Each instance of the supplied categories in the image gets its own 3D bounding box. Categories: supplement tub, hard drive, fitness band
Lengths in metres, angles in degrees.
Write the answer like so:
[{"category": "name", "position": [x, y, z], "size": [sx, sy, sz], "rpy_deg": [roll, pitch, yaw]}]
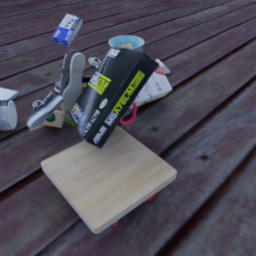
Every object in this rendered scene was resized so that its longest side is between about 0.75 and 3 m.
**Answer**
[{"category": "supplement tub", "position": [-5.048, -0.401, 9.994], "size": [1.829, 1.121, 1.121], "rpy_deg": [-5, 38, -5]}, {"category": "hard drive", "position": [-5.514, -1.428, 12.124], "size": [1.237, 0.165, 0.816], "rpy_deg": [14, 39, 16]}, {"category": "fitness band", "position": [-0.015, -0.469, 9.068], "size": [0.599, 0.834, 0.156], "rpy_deg": [-12, 37, -33]}]

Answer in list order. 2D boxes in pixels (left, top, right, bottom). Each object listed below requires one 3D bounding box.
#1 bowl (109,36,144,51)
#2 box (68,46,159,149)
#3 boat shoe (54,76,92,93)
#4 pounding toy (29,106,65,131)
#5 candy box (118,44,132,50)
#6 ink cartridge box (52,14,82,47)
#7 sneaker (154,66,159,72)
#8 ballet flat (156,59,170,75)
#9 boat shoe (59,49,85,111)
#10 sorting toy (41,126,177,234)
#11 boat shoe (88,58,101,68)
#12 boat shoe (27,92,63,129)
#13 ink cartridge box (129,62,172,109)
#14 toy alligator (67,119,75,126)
[{"category": "bowl", "position": [-0.091, -4.167, 15.050], "size": [1.857, 0.971, 1.857], "rpy_deg": [0, 37, 0]}, {"category": "box", "position": [-0.628, -1.094, 8.452], "size": [0.682, 2.774, 2.872], "rpy_deg": [30, 7, -27]}, {"category": "boat shoe", "position": [-2.033, -1.949, 12.328], "size": [2.478, 0.738, 0.890], "rpy_deg": [2, 37, 3]}, {"category": "pounding toy", "position": [-2.867, -0.349, 10.078], "size": [1.040, 0.803, 1.130], "rpy_deg": [10, 18, -11]}, {"category": "candy box", "position": [-0.148, -2.786, 12.205], "size": [0.908, 1.572, 0.435], "rpy_deg": [-12, 15, 9]}, {"category": "ink cartridge box", "position": [-1.792, -2.898, 8.305], "size": [0.494, 0.232, 1.050], "rpy_deg": [18, 62, 6]}, {"category": "sneaker", "position": [0.443, -2.138, 10.159], "size": [1.438, 0.478, 0.651], "rpy_deg": [-29, 72, -15]}, {"category": "ballet flat", "position": [1.249, -3.138, 13.998], "size": [1.823, 0.613, 0.621], "rpy_deg": [18, 41, 21]}, {"category": "boat shoe", "position": [-1.999, -1.657, 9.716], "size": [0.725, 2.169, 0.618], "rpy_deg": [-7, 37, -42]}, {"category": "sorting toy", "position": [-0.543, 1.407, 7.765], "size": [2.664, 0.927, 2.648], "rpy_deg": [-27, 45, -31]}, {"category": "boat shoe", "position": [-1.689, -3.463, 14.622], "size": [0.430, 0.370, 1.193], "rpy_deg": [-23, 43, -28]}, {"category": "boat shoe", "position": [-2.686, -0.619, 8.734], "size": [0.556, 0.601, 1.629], "rpy_deg": [36, 49, -1]}, {"category": "ink cartridge box", "position": [0.613, -1.693, 11.140], "size": [1.810, 0.750, 1.328], "rpy_deg": [-22, 83, -26]}, {"category": "toy alligator", "position": [-1.903, -0.260, 10.563], "size": [0.819, 0.243, 0.222], "rpy_deg": [-16, -1, -20]}]
